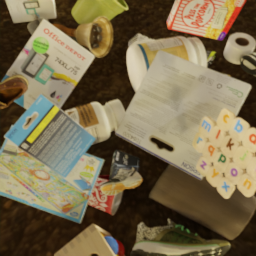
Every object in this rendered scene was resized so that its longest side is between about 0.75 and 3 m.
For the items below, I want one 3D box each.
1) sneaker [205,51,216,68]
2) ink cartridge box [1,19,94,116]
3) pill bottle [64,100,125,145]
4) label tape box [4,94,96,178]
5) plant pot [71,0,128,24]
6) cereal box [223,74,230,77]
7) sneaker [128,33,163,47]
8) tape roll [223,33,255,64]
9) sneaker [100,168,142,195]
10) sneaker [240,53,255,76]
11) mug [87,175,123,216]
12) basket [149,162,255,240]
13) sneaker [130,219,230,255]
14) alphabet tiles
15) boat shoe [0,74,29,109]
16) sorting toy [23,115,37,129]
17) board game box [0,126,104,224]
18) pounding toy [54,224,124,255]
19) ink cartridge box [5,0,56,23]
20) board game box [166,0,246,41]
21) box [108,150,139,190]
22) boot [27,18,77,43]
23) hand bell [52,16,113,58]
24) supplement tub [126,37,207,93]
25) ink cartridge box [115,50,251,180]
[{"bbox_3d":[3.564,-3.123,13.068,0.596,0.544,1.472,24,51,24],"label":"sneaker"},{"bbox_3d":[-2.454,-1.709,8.662,1.754,1.745,2.390,34,93,-15],"label":"ink cartridge box"},{"bbox_3d":[-1.410,-0.130,10.333,2.589,1.481,1.481,-19,57,-12],"label":"pill bottle"},{"bbox_3d":[-1.872,0.203,6.829,1.277,1.782,0.589,-52,27,-9],"label":"label tape box"},{"bbox_3d":[-1.126,-4.321,9.990,1.545,1.681,1.681,-39,53,25],"label":"plant pot"},{"bbox_3d":[4.101,-2.151,12.539,0.902,0.178,0.649,11,56,7],"label":"cereal box"},{"bbox_3d":[1.130,-4.169,13.503,2.376,0.897,1.367,-12,58,-6],"label":"sneaker"},{"bbox_3d":[5.249,-3.741,13.229,1.253,0.860,1.253,0,55,0],"label":"tape roll"},{"bbox_3d":[-0.225,1.288,6.886,1.154,0.436,0.506,-6,49,-37],"label":"sneaker"},{"bbox_3d":[6.380,-2.493,12.284,1.521,0.998,2.644,-26,64,-24],"label":"sneaker"},{"bbox_3d":[-1.021,2.096,9.263,1.560,1.385,1.041,14,92,13],"label":"mug"},{"bbox_3d":[2.387,2.035,8.720,2.649,1.801,2.388,35,61,18],"label":"basket"},{"bbox_3d":[1.533,3.259,8.324,2.937,1.129,1.301,2,44,-3],"label":"sneaker"},{"bbox_3d":[2.239,0.601,6.368,0.140,1.875,1.917,-9,39,-30],"label":"alphabet tiles"},{"bbox_3d":[-3.330,-0.772,7.163,1.671,0.602,0.564,-29,38,3],"label":"boat shoe"},{"bbox_3d":[-3.571,-0.321,11.012,1.242,0.737,1.380,5,56,13],"label":"sorting toy"},{"bbox_3d":[-2.230,1.259,7.677,2.691,0.461,1.809,21,79,-2],"label":"board game box"},{"bbox_3d":[-0.264,3.864,7.324,1.708,2.211,2.402,-38,62,-10],"label":"pounding toy"},{"bbox_3d":[-5.174,-6.901,14.911,2.302,1.681,1.689,-10,57,-8],"label":"ink cartridge box"},{"bbox_3d":[3.103,-4.744,11.397,2.542,1.926,0.589,7,50,-12],"label":"board game box"},{"bbox_3d":[-0.122,1.443,9.713,0.946,0.257,1.180,23,48,-14],"label":"box"},{"bbox_3d":[-3.815,-4.746,14.076,2.065,0.824,2.271,-19,51,-15],"label":"boot"},{"bbox_3d":[-1.797,-3.085,9.116,2.343,1.220,1.220,18,56,27],"label":"hand bell"},{"bbox_3d":[1.555,-2.625,11.712,2.889,2.090,2.090,-13,56,-10],"label":"supplement tub"},{"bbox_3d":[1.473,-0.434,7.948,2.795,0.616,2.846,28,90,20],"label":"ink cartridge box"}]
